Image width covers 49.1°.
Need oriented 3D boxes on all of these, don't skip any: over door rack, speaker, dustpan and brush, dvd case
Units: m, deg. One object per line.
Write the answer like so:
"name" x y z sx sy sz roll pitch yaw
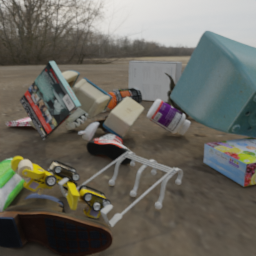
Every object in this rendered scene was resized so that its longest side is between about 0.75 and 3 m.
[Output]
"over door rack" -0.104 1.069 5.011 1.837 0.612 1.357 -20 23 -40
"speaker" -2.254 1.072 4.850 0.686 0.686 1.551 0 16 1
"dustpan and brush" -1.088 0.119 7.407 0.237 0.579 0.830 30 15 4
"dvd case" -2.226 -0.691 7.767 1.943 1.418 0.214 -37 -7 40

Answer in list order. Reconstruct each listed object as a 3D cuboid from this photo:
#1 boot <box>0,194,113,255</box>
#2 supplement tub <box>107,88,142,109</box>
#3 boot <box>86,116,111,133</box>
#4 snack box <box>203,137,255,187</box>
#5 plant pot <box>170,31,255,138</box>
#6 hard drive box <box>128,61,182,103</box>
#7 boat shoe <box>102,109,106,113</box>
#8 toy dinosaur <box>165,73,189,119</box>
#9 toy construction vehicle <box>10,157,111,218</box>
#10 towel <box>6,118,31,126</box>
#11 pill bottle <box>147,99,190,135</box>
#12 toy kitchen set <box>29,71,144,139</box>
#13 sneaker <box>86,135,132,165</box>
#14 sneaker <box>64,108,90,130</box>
"boot" -1.015 1.288 4.085 1.813 0.677 0.879 2 18 13
"supplement tub" -0.197 -1.298 12.647 1.511 0.926 0.926 -10 19 -32
"boot" -0.829 -0.004 9.060 1.110 0.538 0.415 -23 -11 22
"snack box" 2.809 0.691 6.367 1.650 0.558 1.391 -5 16 -21
"plant pot" 2.691 -0.879 7.030 2.039 2.033 2.077 8 34 -26
"hard drive box" 1.383 -2.449 14.681 2.598 2.025 0.998 9 17 25
"boat shoe" -1.871 -0.968 11.818 2.044 0.740 0.738 -12 20 -36
"toy dinosaur" 1.864 -1.063 10.710 0.879 2.285 1.169 -33 9 33
"toy construction vehicle" -1.217 0.990 4.744 1.532 0.539 1.334 29 -1 -27
"towel" -3.430 -0.256 9.926 1.430 0.214 1.047 0 10 24
"pill bottle" 1.281 -0.304 8.815 1.277 0.718 0.718 31 17 -3
"toy kitchen set" -1.311 -0.355 8.809 2.688 2.153 1.583 36 29 2
"sneaker" -0.297 0.491 7.175 1.470 0.491 0.788 9 21 38
"sneaker" -1.487 -0.714 9.664 0.714 0.770 1.901 -9 26 49
